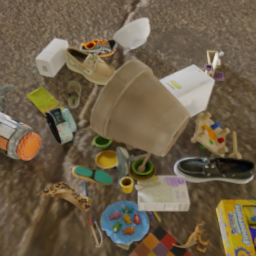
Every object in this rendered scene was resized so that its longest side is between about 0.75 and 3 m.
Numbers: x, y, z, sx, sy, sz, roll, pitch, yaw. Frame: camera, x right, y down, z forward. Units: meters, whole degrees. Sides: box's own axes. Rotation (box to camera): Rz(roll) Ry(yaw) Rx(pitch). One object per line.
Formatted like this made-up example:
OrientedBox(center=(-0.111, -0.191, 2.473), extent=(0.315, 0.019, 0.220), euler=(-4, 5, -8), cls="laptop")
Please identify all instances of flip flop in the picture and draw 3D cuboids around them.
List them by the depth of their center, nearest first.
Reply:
OrientedBox(center=(-2.224, -1.391, 11.280), extent=(0.561, 0.399, 1.385), euler=(-9, 57, 8), cls="flip flop")

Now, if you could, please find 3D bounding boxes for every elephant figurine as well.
OrientedBox(center=(-5.107, -0.802, 10.511), extent=(1.678, 1.302, 1.187), euler=(-20, 86, -48), cls="elephant figurine")

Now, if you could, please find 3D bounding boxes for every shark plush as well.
OrientedBox(center=(-0.268, 1.258, 8.996), extent=(0.530, 1.273, 0.578), euler=(14, 2, -39), cls="shark plush")

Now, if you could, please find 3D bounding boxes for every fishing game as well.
OrientedBox(center=(-0.096, 2.627, 7.963), extent=(1.975, 0.307, 1.414), euler=(-13, 42, -18), cls="fishing game")

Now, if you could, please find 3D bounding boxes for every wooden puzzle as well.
OrientedBox(center=(0.883, 3.742, 7.262), extent=(1.719, 0.204, 2.898), euler=(-37, 61, -26), cls="wooden puzzle")

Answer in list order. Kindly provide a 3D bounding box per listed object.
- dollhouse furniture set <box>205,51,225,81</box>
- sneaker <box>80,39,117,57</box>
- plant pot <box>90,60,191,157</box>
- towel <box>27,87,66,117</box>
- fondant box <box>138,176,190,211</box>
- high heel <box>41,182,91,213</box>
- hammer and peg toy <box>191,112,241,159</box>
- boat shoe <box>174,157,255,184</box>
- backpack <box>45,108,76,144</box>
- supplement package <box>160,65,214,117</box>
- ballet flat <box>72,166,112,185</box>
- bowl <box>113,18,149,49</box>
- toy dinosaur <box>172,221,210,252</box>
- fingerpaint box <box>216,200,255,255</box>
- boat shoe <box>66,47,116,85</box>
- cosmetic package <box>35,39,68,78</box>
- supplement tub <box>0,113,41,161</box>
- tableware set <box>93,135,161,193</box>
OrientedBox(center=(3.537, -3.124, 12.225), extent=(1.408, 1.262, 1.777), euler=(4, 51, 3), cls="dollhouse furniture set")
OrientedBox(center=(-1.365, -3.774, 13.090), extent=(1.996, 0.771, 0.781), euler=(-28, 54, -23), cls="sneaker")
OrientedBox(center=(0.564, -0.399, 8.765), extent=(2.331, 2.687, 2.687), euler=(33, 57, 15), cls="plant pot")
OrientedBox(center=(-3.277, -0.994, 11.191), extent=(0.789, 0.166, 1.833), euler=(-34, 58, -26), cls="towel")
OrientedBox(center=(1.030, 1.961, 8.465), extent=(1.465, 0.427, 1.057), euler=(1, 38, -1), cls="fondant box")
OrientedBox(center=(-1.851, 2.142, 8.362), extent=(1.442, 0.515, 1.028), euler=(-5, 45, -15), cls="high heel")
OrientedBox(center=(3.012, 0.391, 9.576), extent=(1.827, 0.644, 1.343), euler=(37, 45, -14), cls="hammer and peg toy")
OrientedBox(center=(2.765, 1.252, 8.976), extent=(2.507, 0.710, 0.860), euler=(3, 50, 3), cls="boat shoe")
OrientedBox(center=(-2.314, -0.041, 9.795), extent=(0.873, 1.030, 1.160), euler=(-18, 79, -22), cls="backpack")
OrientedBox(center=(1.938, -1.126, 10.383), extent=(2.000, 1.558, 1.109), euler=(-28, 56, -22), cls="supplement package")
OrientedBox(center=(-1.143, 1.519, 8.912), extent=(1.324, 0.417, 0.454), euler=(23, 57, -15), cls="ballet flat")
OrientedBox(center=(0.303, -4.288, 13.153), extent=(1.837, 1.837, 0.826), euler=(-27, 91, -21), cls="bowl")
OrientedBox(center=(1.817, 3.110, 7.714), extent=(0.688, 0.391, 1.295), euler=(27, 38, 34), cls="toy dinosaur")
OrientedBox(center=(3.456, 2.988, 7.550), extent=(1.659, 0.729, 1.988), euler=(0, 51, 0), cls="fingerpaint box")
OrientedBox(center=(-1.588, -2.709, 12.111), extent=(2.791, 0.907, 1.007), euler=(28, 56, 21), cls="boat shoe")
OrientedBox(center=(-3.299, -3.125, 12.472), extent=(0.702, 0.890, 1.654), euler=(14, 50, 14), cls="cosmetic package")
OrientedBox(center=(-3.994, 0.297, 9.471), extent=(1.935, 1.186, 1.186), euler=(24, 55, 18), cls="supplement tub")
OrientedBox(center=(-0.165, 0.962, 9.099), extent=(1.816, 0.414, 2.696), euler=(-12, 40, -8), cls="tableware set")
